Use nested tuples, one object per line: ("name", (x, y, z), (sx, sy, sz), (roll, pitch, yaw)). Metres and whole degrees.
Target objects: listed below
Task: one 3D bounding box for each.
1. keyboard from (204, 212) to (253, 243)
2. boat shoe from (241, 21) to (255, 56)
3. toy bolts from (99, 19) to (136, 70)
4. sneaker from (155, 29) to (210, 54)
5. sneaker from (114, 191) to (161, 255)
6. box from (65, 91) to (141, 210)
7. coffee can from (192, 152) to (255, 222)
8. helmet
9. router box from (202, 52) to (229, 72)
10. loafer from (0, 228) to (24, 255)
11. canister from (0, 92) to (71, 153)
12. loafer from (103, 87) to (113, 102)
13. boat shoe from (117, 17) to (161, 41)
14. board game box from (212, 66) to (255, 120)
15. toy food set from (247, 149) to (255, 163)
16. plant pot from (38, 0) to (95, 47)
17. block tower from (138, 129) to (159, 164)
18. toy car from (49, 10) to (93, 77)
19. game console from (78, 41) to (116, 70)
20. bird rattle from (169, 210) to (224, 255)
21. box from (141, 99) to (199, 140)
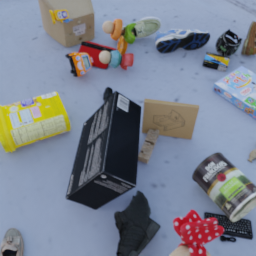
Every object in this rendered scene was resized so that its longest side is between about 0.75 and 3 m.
("keyboard", (2.650, 2.671, 7.437), (1.250, 0.160, 0.751), (8, 50, 8))
("boat shoe", (5.717, -4.029, 12.750), (0.691, 0.732, 2.034), (16, 65, 22))
("toy bolts", (-0.593, -3.346, 11.668), (1.334, 1.837, 1.924), (6, 79, -21))
("sneaker", (2.453, -4.116, 12.674), (2.580, 0.977, 0.994), (-7, 55, -8))
("sneaker", (-0.020, 2.594, 7.009), (1.159, 0.667, 2.222), (39, 44, 17))
("box", (-0.634, 0.622, 7.910), (1.077, 1.927, 2.730), (30, 44, -26))
("coffee can", (2.685, 1.585, 7.646), (1.126, 1.126, 1.538), (-25, 50, -20))
("helmet", (4.331, -3.634, 12.192), (1.084, 1.033, 1.084), (2, 72, -5))
("router box", (3.772, -2.841, 12.035), (1.016, 0.260, 0.758), (18, 54, 11))
("loafer", (-2.863, 3.124, 6.836), (0.535, 0.468, 1.487), (-10, 50, -8))
("canister", (-3.205, -0.260, 9.383), (2.189, 0.948, 1.626), (-19, 58, -18))
("loafer", (-0.761, -1.087, 10.516), (0.372, 0.384, 1.095), (23, 39, -26))
("boat shoe", (0.424, -4.480, 13.028), (2.427, 0.874, 0.753), (-17, 36, 0))
("board game box", (4.697, -1.326, 10.672), (1.753, 0.424, 2.317), (-32, 56, -24))
("toy food set", (4.390, 0.760, 8.990), (0.734, 0.182, 1.154), (28, 60, 21))
("plant pot", (-2.634, -5.051, 12.886), (2.213, 2.216, 1.962), (-24, 65, -19))
("block tower", (0.662, 0.585, 9.096), (0.362, 0.338, 1.251), (18, 51, 13))
("toy car", (-2.169, -3.477, 11.091), (0.981, 2.948, 1.446), (-19, 8, -14))
("game console", (-1.387, -3.238, 12.419), (1.465, 0.869, 1.262), (17, 20, 5))
("bird rattle", (1.324, 2.936, 5.601), (1.894, 2.324, 1.309), (-34, 31, -30))
("box", (1.320, -0.271, 9.114), (1.720, 1.406, 0.183), (8, 44, 7))
